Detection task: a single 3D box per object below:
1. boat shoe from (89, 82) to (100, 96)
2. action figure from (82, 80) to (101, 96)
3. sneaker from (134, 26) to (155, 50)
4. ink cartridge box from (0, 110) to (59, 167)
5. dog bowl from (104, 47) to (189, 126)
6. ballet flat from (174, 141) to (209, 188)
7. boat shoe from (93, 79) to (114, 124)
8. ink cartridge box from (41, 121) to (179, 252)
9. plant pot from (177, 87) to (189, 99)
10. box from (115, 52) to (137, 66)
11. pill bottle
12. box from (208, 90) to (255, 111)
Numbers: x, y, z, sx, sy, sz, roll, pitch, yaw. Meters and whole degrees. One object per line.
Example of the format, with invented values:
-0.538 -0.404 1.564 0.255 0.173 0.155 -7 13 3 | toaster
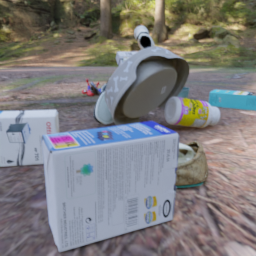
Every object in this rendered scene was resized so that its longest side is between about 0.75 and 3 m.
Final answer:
-1.252 -1.385 10.207 0.272 0.750 0.271 -35 60 0 | boat shoe
-1.727 -2.512 17.020 2.317 1.147 0.756 -11 18 -27 | action figure
0.836 -3.186 11.545 0.721 1.955 0.782 -28 39 14 | sneaker
-2.517 0.235 6.701 1.644 1.204 0.706 -2 16 -9 | ink cartridge box
0.542 -1.267 8.883 2.927 2.927 0.858 -14 57 -42 | dog bowl
0.177 0.716 5.409 2.988 0.975 1.053 -6 16 -20 | ballet flat
-0.554 -1.112 10.339 0.872 1.093 2.890 -20 27 43 | boat shoe
-0.089 0.757 4.250 2.194 1.497 0.838 -6 19 -23 | ink cartridge box
2.159 -1.412 13.210 1.411 0.945 1.411 0 15 0 | plant pot
0.372 -2.084 9.859 1.270 0.335 1.629 -6 50 -19 | box
2.212 -0.501 9.578 1.779 0.928 0.928 6 12 -21 | pill bottle
5.404 -1.313 13.289 2.874 0.706 1.182 9 18 30 | box
